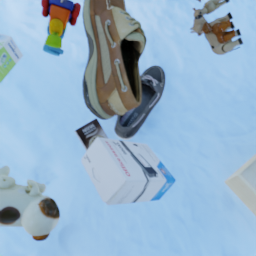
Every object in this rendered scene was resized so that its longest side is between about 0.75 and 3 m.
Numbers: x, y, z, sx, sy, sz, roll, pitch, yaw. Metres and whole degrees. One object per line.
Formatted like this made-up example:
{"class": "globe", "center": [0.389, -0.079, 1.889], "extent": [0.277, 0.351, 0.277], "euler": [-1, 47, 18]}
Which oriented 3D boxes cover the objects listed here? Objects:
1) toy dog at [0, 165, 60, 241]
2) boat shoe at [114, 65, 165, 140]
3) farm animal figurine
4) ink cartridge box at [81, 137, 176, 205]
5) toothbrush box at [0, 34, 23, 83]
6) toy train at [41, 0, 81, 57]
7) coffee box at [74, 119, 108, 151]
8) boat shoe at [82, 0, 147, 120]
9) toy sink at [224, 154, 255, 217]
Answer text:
{"class": "toy dog", "center": [-1.808, 1.342, 4.794], "extent": [1.336, 1.295, 0.932], "euler": [19, 92, 2]}
{"class": "boat shoe", "center": [0.417, -0.856, 8.078], "extent": [0.885, 0.754, 2.647], "euler": [25, 71, 10]}
{"class": "farm animal figurine", "center": [1.545, -2.189, 5.412], "extent": [0.764, 1.227, 1.519], "euler": [-21, 80, 33]}
{"class": "ink cartridge box", "center": [0.023, 0.776, 5.082], "extent": [0.606, 1.440, 1.041], "euler": [-53, 53, 21]}
{"class": "toothbrush box", "center": [-2.899, -1.272, 5.521], "extent": [0.939, 0.555, 1.290], "euler": [21, 65, 19]}
{"class": "toy train", "center": [-1.519, -2.241, 6.011], "extent": [0.826, 1.951, 1.129], "euler": [12, 92, -17]}
{"class": "coffee box", "center": [-0.645, 0.309, 5.622], "extent": [0.494, 0.349, 0.874], "euler": [-32, 96, -15]}
{"class": "boat shoe", "center": [-0.135, -1.412, 4.720], "extent": [0.947, 0.970, 2.563], "euler": [-8, 78, 29]}
{"class": "toy sink", "center": [4.113, 1.076, 6.930], "extent": [2.709, 1.518, 1.766], "euler": [-39, 74, -9]}
